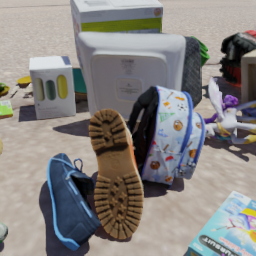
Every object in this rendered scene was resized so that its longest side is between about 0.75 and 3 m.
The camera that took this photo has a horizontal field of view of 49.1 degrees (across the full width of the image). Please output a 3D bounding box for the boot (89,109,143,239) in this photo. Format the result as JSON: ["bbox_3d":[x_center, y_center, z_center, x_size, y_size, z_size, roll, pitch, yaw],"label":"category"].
[{"bbox_3d":[-0.127,0.781,4.874,0.774,2.062,1.106,-8,-11,7],"label":"boot"}]

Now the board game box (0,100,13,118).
[{"bbox_3d":[-3.964,-0.470,7.987,1.192,0.179,0.569,-10,52,-25],"label":"board game box"}]

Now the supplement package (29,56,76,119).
[{"bbox_3d":[-2.172,-1.189,8.094,1.117,1.472,1.109,-7,31,-14],"label":"supplement package"}]

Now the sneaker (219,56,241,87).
[{"bbox_3d":[4.377,-1.916,9.916,1.312,0.949,2.685,-11,34,-18],"label":"sneaker"}]

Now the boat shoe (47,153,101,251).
[{"bbox_3d":[-0.862,1.100,4.799,0.696,0.853,2.027,-34,42,2],"label":"boat shoe"}]

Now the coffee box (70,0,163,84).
[{"bbox_3d":[-0.445,-2.829,8.580,2.249,2.224,2.246,-9,40,-12],"label":"coffee box"}]

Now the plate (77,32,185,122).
[{"bbox_3d":[0.053,-1.039,6.877,2.499,2.504,0.405,6,40,11],"label":"plate"}]

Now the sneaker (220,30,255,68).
[{"bbox_3d":[3.853,-2.199,8.580,1.431,1.036,2.930,-7,35,-11],"label":"sneaker"}]

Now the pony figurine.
[{"bbox_3d":[2.434,-0.289,6.829,1.672,1.392,1.614,-1,52,29],"label":"pony figurine"}]

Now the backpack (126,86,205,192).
[{"bbox_3d":[0.726,0.110,5.524,1.414,1.749,1.836,3,28,-8],"label":"backpack"}]

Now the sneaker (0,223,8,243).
[{"bbox_3d":[-2.273,1.472,4.076,1.006,0.429,0.393,10,50,-9],"label":"sneaker"}]

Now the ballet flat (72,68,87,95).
[{"bbox_3d":[-1.068,-1.501,9.502,2.617,0.923,0.854,6,-3,3],"label":"ballet flat"}]

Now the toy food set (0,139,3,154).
[{"bbox_3d":[-3.090,0.585,5.210,0.331,1.362,1.348,8,73,32],"label":"toy food set"}]

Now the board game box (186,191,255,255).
[{"bbox_3d":[1.777,1.714,4.202,1.149,0.357,1.521,24,38,35],"label":"board game box"}]

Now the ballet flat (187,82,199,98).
[{"bbox_3d":[2.077,-1.430,9.404,0.675,0.671,1.973,8,21,11],"label":"ballet flat"}]

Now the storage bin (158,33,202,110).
[{"bbox_3d":[1.129,-1.368,7.652,1.402,2.074,0.972,23,52,36],"label":"storage bin"}]

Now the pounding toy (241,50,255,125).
[{"bbox_3d":[3.978,-1.225,6.523,1.576,2.217,2.041,-28,28,-37],"label":"pounding toy"}]

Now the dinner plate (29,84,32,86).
[{"bbox_3d":[-2.669,-1.473,9.906,1.608,0.195,1.608,1,29,0],"label":"dinner plate"}]

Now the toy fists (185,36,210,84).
[{"bbox_3d":[1.692,-2.023,8.594,0.903,1.339,2.627,36,27,-5],"label":"toy fists"}]

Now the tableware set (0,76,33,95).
[{"bbox_3d":[-3.875,-1.632,9.776,2.368,0.363,1.595,-6,30,3],"label":"tableware set"}]
